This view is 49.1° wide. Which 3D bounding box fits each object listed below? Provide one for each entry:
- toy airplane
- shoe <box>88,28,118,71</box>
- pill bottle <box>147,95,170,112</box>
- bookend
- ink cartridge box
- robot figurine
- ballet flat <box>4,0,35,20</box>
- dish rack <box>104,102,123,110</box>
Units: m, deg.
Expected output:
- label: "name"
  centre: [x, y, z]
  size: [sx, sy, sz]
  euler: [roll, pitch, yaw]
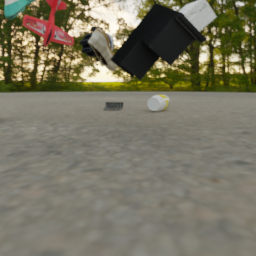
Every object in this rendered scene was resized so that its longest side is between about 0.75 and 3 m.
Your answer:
- label: "toy airplane"
  centre: [-1.572, -2.153, 5.664]
  size: [0.227, 1.236, 1.236]
  euler: [27, 24, 37]
- label: "shoe"
  centre: [-1.065, -3.081, 11.747]
  size: [0.934, 0.713, 2.673]
  euler: [32, -11, 19]
- label: "pill bottle"
  centre: [1.737, -1.414, 15.985]
  size: [0.910, 0.910, 1.592]
  euler: [5, 10, 26]
- label: "bookend"
  centre: [0.810, -2.557, 9.200]
  size: [1.168, 2.520, 2.536]
  euler: [34, 16, -27]
- label: "ink cartridge box"
  centre: [2.344, -4.241, 11.327]
  size: [1.554, 0.897, 2.136]
  euler: [-40, 17, 8]
- label: "robot figurine"
  centre: [-1.386, -3.827, 12.831]
  size: [1.072, 1.291, 1.719]
  euler: [40, 38, 18]
- label: "ballet flat"
  centre: [-3.460, -3.970, 8.705]
  size: [0.597, 0.624, 1.774]
  euler: [-10, 39, 19]
- label: "dish rack"
  centre: [-0.909, -1.310, 16.969]
  size: [1.152, 0.410, 1.502]
  euler: [0, 10, 6]
